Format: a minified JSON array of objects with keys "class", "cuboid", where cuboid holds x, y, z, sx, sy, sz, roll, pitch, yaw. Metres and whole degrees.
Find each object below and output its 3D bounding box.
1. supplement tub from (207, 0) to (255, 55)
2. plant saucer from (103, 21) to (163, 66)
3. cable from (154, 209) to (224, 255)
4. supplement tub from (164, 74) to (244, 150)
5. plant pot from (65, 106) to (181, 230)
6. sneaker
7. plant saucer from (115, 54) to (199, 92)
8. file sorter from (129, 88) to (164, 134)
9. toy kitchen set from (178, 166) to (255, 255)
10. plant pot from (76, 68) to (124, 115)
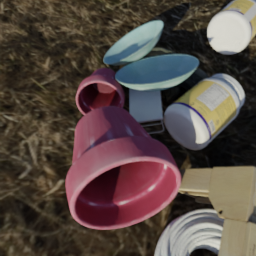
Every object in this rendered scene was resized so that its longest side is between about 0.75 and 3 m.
[{"class":"supplement tub","cuboid":[4.431,-4.211,11.428,1.704,1.704,2.344,30,51,19]},{"class":"plant saucer","cuboid":[0.279,-3.189,11.030,2.731,0.526,2.731,-26,31,17]},{"class":"cable","cuboid":[1.993,3.443,6.837,2.734,0.946,2.733,-34,63,-22]},{"class":"supplement tub","cuboid":[2.482,-0.562,9.062,2.314,1.682,1.682,-38,64,-23]},{"class":"plant pot","cuboid":[-0.341,0.875,7.608,2.847,2.847,2.548,-14,45,-9]},{"class":"sneaker","cuboid":[1.443,-1.950,10.395,2.779,1.062,1.592,36,57,15]},{"class":"plant saucer","cuboid":[0.962,-1.761,9.315,2.771,0.533,2.771,-11,29,6]},{"class":"file sorter","cuboid":[0.655,-0.614,9.497,1.040,0.933,1.499,-8,55,12]},{"class":"toy kitchen set","cuboid":[2.567,2.778,6.844,2.438,2.696,2.988,25,70,-24]},{"class":"plant pot","cuboid":[-0.888,-1.286,9.763,1.625,1.625,1.454,4,40,3]}]
